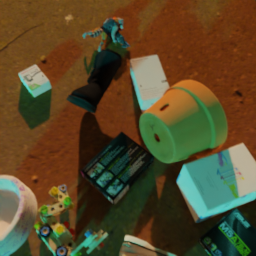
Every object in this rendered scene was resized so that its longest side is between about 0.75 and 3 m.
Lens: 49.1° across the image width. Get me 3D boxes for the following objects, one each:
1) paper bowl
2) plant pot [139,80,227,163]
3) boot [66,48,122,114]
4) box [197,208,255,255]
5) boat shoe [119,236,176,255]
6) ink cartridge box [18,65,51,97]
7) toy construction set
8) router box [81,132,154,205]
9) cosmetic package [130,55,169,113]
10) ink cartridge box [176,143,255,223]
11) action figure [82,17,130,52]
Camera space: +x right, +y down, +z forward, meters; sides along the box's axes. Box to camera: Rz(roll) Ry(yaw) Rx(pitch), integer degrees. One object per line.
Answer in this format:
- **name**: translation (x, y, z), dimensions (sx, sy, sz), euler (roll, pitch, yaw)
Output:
- **paper bowl**: translation (-3.885, 2.747, 8.461), dimensions (2.392, 1.244, 2.392), euler (-11, 50, 13)
- **plant pot**: translation (1.634, -0.023, 9.370), dimensions (1.865, 2.664, 2.664), euler (-27, 62, -24)
- **boot**: translation (-1.140, -1.780, 10.125), dimensions (1.085, 2.841, 2.387), euler (26, 92, -2)
- **box**: translation (3.328, 3.657, 8.618), dimensions (1.663, 0.409, 1.722), euler (-32, 65, -15)
- **boat shoe**: translation (0.918, 3.966, 8.193), dimensions (2.453, 0.877, 0.733), euler (17, 60, 17)
- **ink cartridge box**: translation (-3.979, -2.013, 11.946), dimensions (0.868, 0.501, 1.193), euler (-34, 65, -19)
- **toy construction set**: translation (-1.861, 3.030, 8.645), dimensions (2.494, 1.149, 1.635), euler (38, 53, 22)
- **router box**: translation (-0.349, 1.358, 9.903), dimensions (1.597, 0.547, 2.142), euler (38, 66, 20)
- **cosmetic package**: translation (0.890, -1.859, 11.612), dimensions (1.269, 0.913, 2.250), euler (-13, 61, -6)
- **ink cartridge box**: translation (3.099, 1.749, 9.069), dimensions (2.477, 1.592, 1.551), euler (-18, 61, -12)
- **action figure**: translation (-0.855, -4.425, 13.123), dimensions (1.999, 1.046, 1.934), euler (40, 76, 21)
